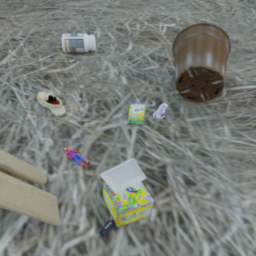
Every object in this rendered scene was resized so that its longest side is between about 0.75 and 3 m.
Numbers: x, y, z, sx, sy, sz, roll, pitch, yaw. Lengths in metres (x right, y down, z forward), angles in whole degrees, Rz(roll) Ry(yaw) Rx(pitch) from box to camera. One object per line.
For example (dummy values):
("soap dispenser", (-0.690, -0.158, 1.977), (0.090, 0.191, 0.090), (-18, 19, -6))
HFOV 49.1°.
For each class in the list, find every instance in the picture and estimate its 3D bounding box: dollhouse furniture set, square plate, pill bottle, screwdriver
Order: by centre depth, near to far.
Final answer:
("square plate", (-0.116, 1.247, 7.338), (0.967, 0.958, 0.138), (-27, 43, 4))
("screwdriver", (-0.192, 2.494, 8.029), (1.645, 0.229, 0.239), (-34, 24, -33))
("dollhouse furniture set", (-3.840, 2.160, 8.184), (2.628, 2.141, 2.499), (-37, 45, 11))
("pill bottle", (-2.626, -4.520, 14.953), (1.670, 0.972, 0.972), (0, 43, -1))

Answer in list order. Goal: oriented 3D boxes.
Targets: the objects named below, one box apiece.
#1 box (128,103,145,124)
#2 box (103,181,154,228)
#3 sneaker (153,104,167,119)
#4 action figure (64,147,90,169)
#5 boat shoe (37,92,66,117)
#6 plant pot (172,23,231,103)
("box", (0.347, -0.571, 11.259), (0.629, 0.259, 1.071), (3, 45, 4))
("box", (-0.022, 2.044, 8.019), (1.080, 0.684, 1.122), (-12, 40, -21))
("sneaker", (1.367, -0.628, 10.893), (0.773, 0.280, 0.440), (-50, 33, -18))
("action figure", (-1.802, 0.978, 9.601), (1.151, 0.297, 0.377), (29, 53, 31))
("boat shoe", (-3.210, -1.152, 11.609), (1.765, 0.610, 0.651), (34, 53, 31))
("plant pot", (3.069, -2.653, 11.997), (2.595, 2.595, 2.569), (8, 51, 8))
